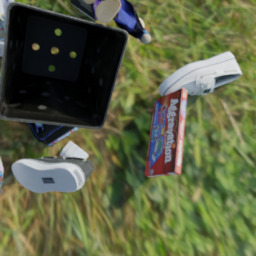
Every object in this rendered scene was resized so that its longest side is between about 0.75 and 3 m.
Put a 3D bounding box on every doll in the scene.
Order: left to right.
[{"bbox_3d":[-0.146,-2.863,7.037,0.674,2.780,1.897,-39,82,19],"label":"doll"}]

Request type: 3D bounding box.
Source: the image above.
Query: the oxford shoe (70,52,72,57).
[{"bbox_3d":[-2.119,-2.251,9.219,0.448,0.520,1.232,-2,71,-3],"label":"oxford shoe"}]

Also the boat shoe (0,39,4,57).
[{"bbox_3d":[-3.327,-2.292,7.769,1.161,0.416,0.394,-17,59,-31],"label":"boat shoe"}]

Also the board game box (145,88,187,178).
[{"bbox_3d":[1.073,0.154,7.943,0.236,1.247,2.422,22,66,-31],"label":"board game box"}]

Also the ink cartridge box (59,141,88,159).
[{"bbox_3d":[-1.706,0.922,8.196,0.693,0.205,0.866,36,72,12],"label":"ink cartridge box"}]

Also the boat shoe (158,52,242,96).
[{"bbox_3d":[2.312,-1.484,8.648,2.788,1.025,0.931,-27,71,-10],"label":"boat shoe"}]

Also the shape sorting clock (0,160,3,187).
[{"bbox_3d":[-3.069,0.754,5.933,0.281,1.431,1.431,-20,70,6],"label":"shape sorting clock"}]

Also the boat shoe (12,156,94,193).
[{"bbox_3d":[-1.638,0.954,5.988,2.159,0.741,0.611,-2,21,36],"label":"boat shoe"}]

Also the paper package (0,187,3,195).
[{"bbox_3d":[-4.807,0.899,6.174,2.820,2.958,1.530,41,98,36],"label":"paper package"}]

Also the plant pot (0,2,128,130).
[{"bbox_3d":[-1.778,-1.663,7.051,2.503,2.497,2.220,6,26,-24],"label":"plant pot"}]

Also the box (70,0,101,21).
[{"bbox_3d":[-1.054,-5.235,9.248,1.315,2.521,1.866,39,75,13],"label":"box"}]

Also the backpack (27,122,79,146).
[{"bbox_3d":[-2.347,-0.460,8.248,1.441,1.062,1.578,-36,74,-12],"label":"backpack"}]

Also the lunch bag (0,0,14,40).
[{"bbox_3d":[-5.255,-4.154,9.398,2.459,1.563,2.085,-1,71,-11],"label":"lunch bag"}]
